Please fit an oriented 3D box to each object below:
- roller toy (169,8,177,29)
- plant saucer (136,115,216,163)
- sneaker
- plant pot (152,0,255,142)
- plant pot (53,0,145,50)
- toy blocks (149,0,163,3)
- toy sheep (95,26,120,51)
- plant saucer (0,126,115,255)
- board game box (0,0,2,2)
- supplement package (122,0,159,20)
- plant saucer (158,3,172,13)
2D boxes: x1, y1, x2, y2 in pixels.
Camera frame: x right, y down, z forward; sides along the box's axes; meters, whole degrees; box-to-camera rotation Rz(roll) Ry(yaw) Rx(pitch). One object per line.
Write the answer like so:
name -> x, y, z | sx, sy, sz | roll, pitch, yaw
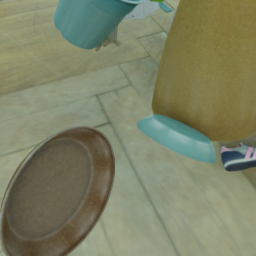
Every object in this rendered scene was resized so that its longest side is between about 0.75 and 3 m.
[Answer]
roller toy -> 2.377, -2.653, 8.275 | 1.824, 2.611, 2.381 | -22, 67, -17
plant saucer -> 0.836, 0.107, 4.634 | 1.429, 0.257, 1.429 | 23, 13, -6
sneaker -> 3.054, 0.605, 6.847 | 1.582, 0.555, 0.649 | -6, 54, -7
plant pot -> 1.700, -1.507, 5.437 | 2.470, 2.650, 2.470 | -2, 38, 2
plant pot -> -0.654, -2.403, 5.395 | 1.483, 1.452, 1.483 | 20, 50, -26
toy blocks -> 1.219, -4.099, 6.566 | 2.885, 1.442, 1.972 | 23, 58, 32
toy sheep -> -0.756, -2.596, 7.302 | 0.984, 1.427, 0.984 | -30, 40, 28
plant saucer -> -0.854, 0.818, 3.552 | 0.334, 1.826, 1.826 | 17, 51, 32
board game box -> -3.016, -2.806, 6.070 | 1.260, 0.275, 1.266 | -3, 45, 46
supplement package -> 0.227, -4.367, 8.649 | 0.915, 1.651, 1.286 | 9, 38, 28
plant saucer -> 1.528, -5.111, 11.838 | 0.282, 0.077, 0.807 | -24, 54, -19
